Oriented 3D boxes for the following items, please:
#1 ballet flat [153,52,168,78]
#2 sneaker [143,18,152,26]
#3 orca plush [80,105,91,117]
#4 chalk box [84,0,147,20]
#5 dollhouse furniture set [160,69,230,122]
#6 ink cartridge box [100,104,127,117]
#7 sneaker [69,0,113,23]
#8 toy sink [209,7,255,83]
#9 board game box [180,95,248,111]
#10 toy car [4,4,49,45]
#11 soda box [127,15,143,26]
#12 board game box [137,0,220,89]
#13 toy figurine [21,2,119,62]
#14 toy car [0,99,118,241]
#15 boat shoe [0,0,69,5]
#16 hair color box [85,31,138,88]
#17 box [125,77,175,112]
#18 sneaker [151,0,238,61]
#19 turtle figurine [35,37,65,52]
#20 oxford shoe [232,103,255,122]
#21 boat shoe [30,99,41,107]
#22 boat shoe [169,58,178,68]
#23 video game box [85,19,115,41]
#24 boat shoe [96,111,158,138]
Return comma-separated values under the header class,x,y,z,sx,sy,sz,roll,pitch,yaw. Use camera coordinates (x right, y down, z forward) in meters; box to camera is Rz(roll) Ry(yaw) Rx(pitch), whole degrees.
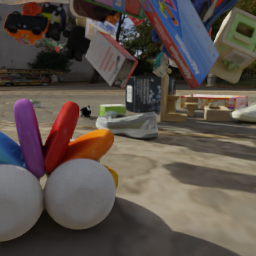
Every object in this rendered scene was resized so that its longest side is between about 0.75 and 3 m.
class,x,y,z,sx,sy,sz,roll,pitch,yaw
ballet flat,0.727,-1.344,6.086,0.341,0.341,0.951,2,35,13
sneaker,0.614,-4.219,10.408,1.528,0.994,0.610,-33,21,-34
orca plush,-1.423,-0.555,9.933,0.324,0.479,0.911,38,-15,4
chalk box,-0.117,-2.949,4.634,1.738,1.746,2.807,21,30,5
dollhouse furniture set,2.243,-1.184,9.400,2.132,1.737,2.028,2,9,11
ink cartridge box,-0.445,-0.586,9.876,0.810,0.415,1.096,-4,9,-23
sneaker,-0.671,-3.449,6.471,1.265,2.190,0.829,26,55,9
toy sink,2.063,-1.567,5.370,0.737,1.131,0.634,25,-11,0
board game box,4.026,-1.203,13.126,2.552,0.591,1.933,7,11,36
toy car,-2.560,-2.828,6.956,1.008,2.056,0.684,-12,-29,-14
soda box,0.423,-3.349,7.754,0.502,0.554,1.582,-44,14,-6
board game box,0.536,-1.251,3.179,0.144,1.477,0.760,-16,26,46
toy figurine,-1.983,-3.686,9.639,2.954,2.055,2.909,18,1,-38
toy car,-0.782,0.264,2.545,1.407,1.055,1.232,-3,10,-17
boat shoe,-2.299,-3.453,6.588,2.326,0.859,0.794,-6,-28,-24
hair color box,-0.439,-1.682,6.846,0.446,0.774,1.396,4,38,-43
box,0.952,-1.475,12.155,1.943,1.442,1.040,-4,10,-21
sneaker,1.355,-2.454,5.171,1.047,2.670,1.006,5,33,-41
turtle figurine,-2.958,-3.159,10.552,1.126,0.567,0.843,-1,-34,37
oxford shoe,4.471,-0.622,8.931,2.807,0.811,1.055,-6,14,-22
boat shoe,-4.844,-1.285,14.332,1.235,0.383,0.445,8,12,40
boat shoe,1.355,-2.975,7.453,1.175,2.757,1.019,-3,11,-21
video game box,-0.815,-2.896,8.411,0.926,1.017,0.238,19,-40,-29
boat shoe,-0.065,-0.153,6.586,0.685,0.596,1.857,-8,12,-41
